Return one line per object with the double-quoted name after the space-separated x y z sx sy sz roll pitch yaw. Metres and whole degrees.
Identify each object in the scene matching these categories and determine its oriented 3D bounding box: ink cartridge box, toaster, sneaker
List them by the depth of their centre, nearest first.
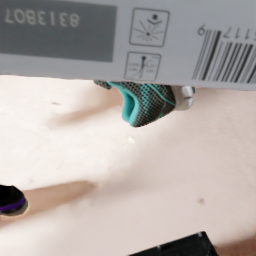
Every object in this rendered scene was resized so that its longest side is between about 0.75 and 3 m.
0.099 -1.431 2.638 2.389 0.839 2.940 2 37 -7 "ink cartridge box"
0.697 2.548 3.783 1.627 1.068 1.799 -13 46 -13 "toaster"
-0.048 -1.172 4.184 1.313 2.879 1.117 -34 25 -7 "sneaker"
-2.750 1.307 5.235 1.564 0.778 0.544 -6 45 -6 "sneaker"
